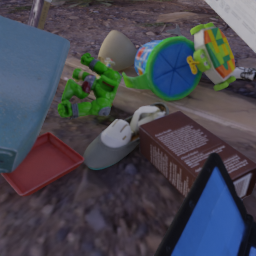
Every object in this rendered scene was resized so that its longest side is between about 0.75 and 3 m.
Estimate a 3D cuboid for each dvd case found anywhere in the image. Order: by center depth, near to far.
[{"bbox_3d":[-2.788,-3.063,8.371,0.196,2.457,1.827,9,33,-30],"label":"dvd case"}]

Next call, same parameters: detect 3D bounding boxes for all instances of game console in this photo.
[{"bbox_3d":[1.607,1.734,3.341,2.146,1.420,2.440,18,38,25],"label":"game console"}]

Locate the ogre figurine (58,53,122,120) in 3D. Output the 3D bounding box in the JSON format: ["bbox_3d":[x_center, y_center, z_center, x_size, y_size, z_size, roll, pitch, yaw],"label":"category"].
[{"bbox_3d":[-0.977,-1.093,7.793,1.336,1.094,2.229,17,37,0],"label":"ogre figurine"}]

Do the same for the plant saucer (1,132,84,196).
[{"bbox_3d":[-1.895,0.749,5.885,1.447,0.266,1.444,-28,42,-36],"label":"plant saucer"}]

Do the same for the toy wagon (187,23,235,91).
[{"bbox_3d":[2.491,-2.102,8.298,0.499,1.958,2.524,-20,8,39],"label":"toy wagon"}]

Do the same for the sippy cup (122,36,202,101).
[{"bbox_3d":[1.090,-1.965,8.818,2.398,1.883,1.757,10,17,-26],"label":"sippy cup"}]

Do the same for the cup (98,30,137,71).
[{"bbox_3d":[-0.494,-2.655,10.280,1.024,1.432,1.432,-46,50,-14],"label":"cup"}]

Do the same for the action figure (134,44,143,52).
[{"bbox_3d":[0.120,-3.131,11.584,1.607,0.557,1.045,-2,26,-9],"label":"action figure"}]

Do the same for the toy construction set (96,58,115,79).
[{"bbox_3d":[-0.753,-1.692,9.076,0.501,0.712,1.087,14,73,51],"label":"toy construction set"}]

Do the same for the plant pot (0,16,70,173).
[{"bbox_3d":[-2.591,-0.470,5.269,2.240,2.246,2.288,15,59,-21],"label":"plant pot"}]

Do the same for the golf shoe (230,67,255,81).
[{"bbox_3d":[4.098,-1.879,9.756,1.073,0.417,0.507,-8,34,-10],"label":"golf shoe"}]

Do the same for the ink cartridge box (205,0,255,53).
[{"bbox_3d":[2.860,-3.507,6.258,0.529,2.608,2.603,-18,61,-17],"label":"ink cartridge box"}]

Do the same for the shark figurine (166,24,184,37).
[{"bbox_3d":[2.197,-3.549,11.960,0.716,1.715,1.025,-36,69,11],"label":"shark figurine"}]

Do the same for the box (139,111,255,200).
[{"bbox_3d":[1.247,0.598,5.584,1.123,0.840,2.242,-20,39,-21],"label":"box"}]

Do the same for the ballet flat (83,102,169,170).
[{"bbox_3d":[0.002,0.030,6.452,2.544,0.810,0.857,-29,50,-36],"label":"ballet flat"}]

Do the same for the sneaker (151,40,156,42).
[{"bbox_3d":[1.774,-2.753,10.638,2.238,0.902,1.639,16,34,19],"label":"sneaker"}]
